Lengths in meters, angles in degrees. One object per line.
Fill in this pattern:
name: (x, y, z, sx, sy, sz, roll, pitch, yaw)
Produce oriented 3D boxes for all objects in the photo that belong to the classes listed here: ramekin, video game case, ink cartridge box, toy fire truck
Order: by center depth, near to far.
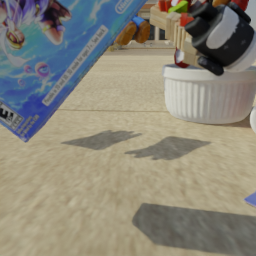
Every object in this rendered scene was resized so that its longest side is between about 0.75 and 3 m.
video game case: (-1.268, -1.556, 2.847, 2.513, 2.773, 0.630, 40, 25, -11)
ink cartridge box: (2.892, 0.940, 3.896, 1.804, 0.391, 1.771, -12, 21, -38)
toy fire truck: (2.383, -3.254, 8.145, 1.543, 2.310, 2.751, 22, -37, -30)
ramekin: (2.485, -1.159, 8.723, 2.898, 1.521, 2.898, 1, 17, 0)

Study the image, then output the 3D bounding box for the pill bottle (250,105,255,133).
pill bottle: (3.781, -0.404, 7.093, 1.041, 1.041, 1.854, 10, 21, 30)

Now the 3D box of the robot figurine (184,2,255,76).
robot figurine: (1.729, -1.625, 5.108, 1.422, 1.069, 0.887, 30, 36, -16)

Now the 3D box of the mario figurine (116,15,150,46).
mario figurine: (-0.624, -3.727, 9.226, 2.982, 1.580, 1.840, 54, 13, 22)

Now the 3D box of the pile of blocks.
pile of blocks: (1.447, -2.571, 6.911, 1.082, 0.819, 2.637, -19, 53, -10)
